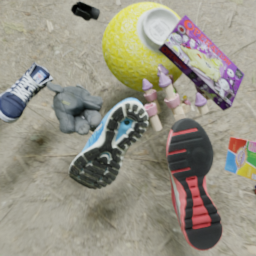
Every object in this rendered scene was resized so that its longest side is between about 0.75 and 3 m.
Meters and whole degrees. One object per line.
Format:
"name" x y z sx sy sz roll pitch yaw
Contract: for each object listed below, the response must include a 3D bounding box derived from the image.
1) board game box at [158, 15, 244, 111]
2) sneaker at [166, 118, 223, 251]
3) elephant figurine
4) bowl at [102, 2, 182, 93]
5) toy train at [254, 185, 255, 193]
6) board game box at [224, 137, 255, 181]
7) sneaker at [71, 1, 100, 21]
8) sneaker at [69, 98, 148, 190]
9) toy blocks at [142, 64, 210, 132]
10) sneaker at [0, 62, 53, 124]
"board game box" 1.947 -1.669 7.169 2.306 0.372 1.384 40 53 -11
"sneaker" 1.340 1.276 6.710 1.094 1.287 2.967 -4 83 -10
"elephant figurine" -1.426 -0.476 7.661 1.368 1.934 1.501 -2 98 -11
"bowl" 0.774 -2.721 8.609 2.955 1.590 2.955 3 79 -15
"toy train" 4.874 2.066 8.628 0.957 0.700 1.654 -31 60 -35
"board game box" 2.921 0.752 6.923 0.239 1.187 0.909 8 92 -19
"sneaker" -1.210 -3.133 7.473 0.700 0.403 1.342 7 16 -30
"sneaker" -0.416 0.373 6.530 1.015 2.589 1.164 36 21 -12
"toy blocks" 1.158 -1.067 7.339 1.749 1.473 1.635 -20 20 13
"sneaker" -2.876 -1.074 7.903 1.211 0.783 2.233 -37 23 22
